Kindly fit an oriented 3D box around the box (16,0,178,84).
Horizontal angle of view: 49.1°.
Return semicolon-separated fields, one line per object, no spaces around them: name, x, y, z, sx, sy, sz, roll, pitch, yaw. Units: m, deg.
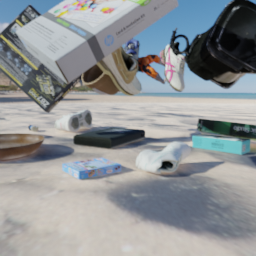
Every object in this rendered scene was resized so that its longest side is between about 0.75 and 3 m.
box;-0.729;-2.328;6.003;2.865;0.590;2.233;-37;46;-14

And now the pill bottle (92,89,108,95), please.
pill bottle;-0.820;-1.915;11.472;1.122;1.122;1.877;1;7;8

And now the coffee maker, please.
coffee maker;2.662;-2.313;8.186;2.698;1.892;2.809;7;1;2

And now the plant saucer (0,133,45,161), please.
plant saucer;-4.135;0.586;8.765;2.950;0.473;2.950;1;8;0

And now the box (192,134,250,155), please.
box;3.083;0.520;9.375;1.733;0.426;0.713;7;10;44

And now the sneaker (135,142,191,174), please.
sneaker;1.038;0.805;6.934;1.766;0.621;0.708;-13;24;-38

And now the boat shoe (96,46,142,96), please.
boat shoe;-0.095;-1.658;8.042;0.777;0.849;2.271;-21;-30;22

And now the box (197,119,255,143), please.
box;3.893;0.161;9.812;2.641;0.480;1.906;7;-4;24

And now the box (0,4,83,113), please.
box;-3.097;-2.366;9.777;2.961;2.387;0.727;42;-5;-3

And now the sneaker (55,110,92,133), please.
sneaker;-2.794;-0.386;14.361;1.316;1.032;2.648;-1;6;21

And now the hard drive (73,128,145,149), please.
hard drive;-0.661;0.346;10.811;1.711;0.403;2.452;4;9;31

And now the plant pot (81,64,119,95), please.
plant pot;-0.709;-1.603;8.988;1.192;1.192;1.039;8;-21;45

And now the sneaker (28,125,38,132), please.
sneaker;-4.752;0.017;13.770;0.429;0.296;0.772;6;4;3

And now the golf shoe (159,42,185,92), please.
golf shoe;1.757;-2.270;10.348;0.696;1.917;0.883;-1;-21;-37

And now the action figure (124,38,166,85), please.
action figure;0.390;-2.444;12.056;2.659;2.748;1.437;13;-31;3

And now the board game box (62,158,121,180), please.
board game box;-0.882;0.962;6.795;1.151;0.211;0.871;-6;9;-37
